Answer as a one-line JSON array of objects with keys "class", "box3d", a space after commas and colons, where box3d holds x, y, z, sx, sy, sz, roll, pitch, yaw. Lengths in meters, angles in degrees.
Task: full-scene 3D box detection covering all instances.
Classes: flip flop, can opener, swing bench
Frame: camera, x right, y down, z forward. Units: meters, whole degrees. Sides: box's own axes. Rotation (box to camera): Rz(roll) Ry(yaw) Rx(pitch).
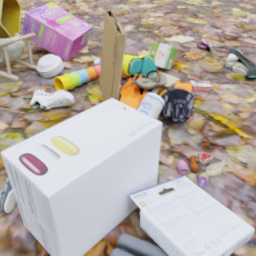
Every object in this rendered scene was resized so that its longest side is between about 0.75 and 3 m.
[{"class": "flip flop", "box3d": [0.903, -1.861, 10.388, 0.748, 0.531, 1.844, 25, 29, 28]}, {"class": "can opener", "box3d": [0.998, 2.652, 5.177, 2.815, 0.936, 0.741, 11, 36, 23]}, {"class": "swing bench", "box3d": [-5.534, -3.052, 11.827, 2.621, 1.700, 2.607, 2, 23, 1]}]

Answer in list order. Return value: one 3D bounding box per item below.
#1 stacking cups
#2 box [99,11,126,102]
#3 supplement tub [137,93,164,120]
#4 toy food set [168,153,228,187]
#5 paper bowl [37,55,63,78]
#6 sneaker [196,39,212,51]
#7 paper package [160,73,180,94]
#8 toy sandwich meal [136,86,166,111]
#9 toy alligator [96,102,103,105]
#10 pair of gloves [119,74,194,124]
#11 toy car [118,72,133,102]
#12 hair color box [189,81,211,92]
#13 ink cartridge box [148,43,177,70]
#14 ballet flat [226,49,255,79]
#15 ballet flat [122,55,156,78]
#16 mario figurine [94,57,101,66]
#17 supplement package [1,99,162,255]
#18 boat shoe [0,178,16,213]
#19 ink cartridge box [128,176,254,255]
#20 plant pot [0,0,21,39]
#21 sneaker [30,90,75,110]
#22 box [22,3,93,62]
[{"class": "stacking cups", "box3d": [-1.971, -2.155, 11.850, 0.703, 0.703, 2.324, 29, 43, 34]}, {"class": "box", "box3d": [-0.637, -2.403, 10.168, 0.315, 2.958, 2.418, -3, 39, -15]}, {"class": "supplement tub", "box3d": [0.670, -0.543, 9.319, 0.717, 0.717, 1.087, 20, 69, 25]}, {"class": "toy food set", "box3d": [1.923, 1.101, 7.764, 1.669, 0.263, 1.061, -30, 46, -34]}, {"class": "paper bowl", "box3d": [-3.566, -2.851, 12.656, 1.160, 0.603, 1.160, -10, 47, 11]}, {"class": "sneaker", "box3d": [4.157, -4.451, 15.368, 0.531, 0.440, 1.114, -28, 39, -4]}, {"class": "paper package", "box3d": [1.511, -1.795, 11.556, 0.902, 0.490, 0.947, 27, 43, 32]}, {"class": "toy sandwich meal", "box3d": [0.668, -1.207, 10.612, 1.872, 0.641, 1.872, 0, 36, 0]}, {"class": "toy alligator", "box3d": [-0.908, -0.732, 10.049, 0.421, 0.386, 1.421, 19, 22, -27]}, {"class": "pair of gloves", "box3d": [1.007, -1.103, 10.084, 2.717, 0.336, 2.421, 13, 44, 6]}, {"class": "toy car", "box3d": [-0.090, -2.207, 11.756, 1.371, 0.930, 2.795, -7, 36, -9]}, {"class": "hair color box", "box3d": [2.994, -1.735, 11.671, 0.819, 0.262, 0.454, 2, 36, 0]}, {"class": "ink cartridge box", "box3d": [1.466, -3.447, 13.269, 1.421, 1.050, 0.538, 27, 17, 32]}, {"class": "ballet flat", "box3d": [5.106, -2.987, 12.953, 0.843, 0.838, 2.465, -16, 38, -8]}, {"class": "ballet flat", "box3d": [0.278, -2.586, 11.526, 0.965, 0.962, 2.879, 21, 15, 21]}, {"class": "mario figurine", "box3d": [-0.933, -3.088, 13.383, 0.889, 1.036, 1.678, -25, 26, 41]}, {"class": "supplement package", "box3d": [-0.810, 1.047, 6.141, 1.593, 2.238, 2.874, 29, 44, 34]}, {"class": "boat shoe", "box3d": [-2.967, 1.623, 6.906, 0.360, 0.436, 1.165, -3, 35, -6]}, {"class": "ink cartridge box", "box3d": [1.299, 1.954, 6.020, 2.039, 0.415, 2.043, -7, 33, -40]}, {"class": "plant pot", "box3d": [-6.533, -5.285, 13.018, 2.279, 2.228, 2.213, 1, 80, -1]}, {"class": "sneaker", "box3d": [-2.799, -0.954, 10.328, 1.767, 0.664, 0.716, 2, 44, 20]}, {"class": "box", "box3d": [-3.601, -5.019, 14.502, 2.654, 1.283, 2.334, 30, 40, 0]}]
